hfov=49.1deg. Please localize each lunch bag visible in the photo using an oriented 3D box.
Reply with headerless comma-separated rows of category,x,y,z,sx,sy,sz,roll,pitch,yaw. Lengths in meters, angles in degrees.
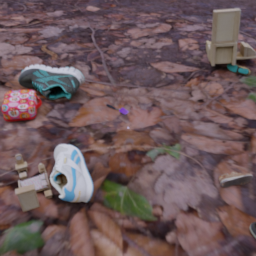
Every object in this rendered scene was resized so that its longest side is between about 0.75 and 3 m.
lunch bag,-3.607,-0.814,9.617,1.239,0.576,1.407,-7,38,-9

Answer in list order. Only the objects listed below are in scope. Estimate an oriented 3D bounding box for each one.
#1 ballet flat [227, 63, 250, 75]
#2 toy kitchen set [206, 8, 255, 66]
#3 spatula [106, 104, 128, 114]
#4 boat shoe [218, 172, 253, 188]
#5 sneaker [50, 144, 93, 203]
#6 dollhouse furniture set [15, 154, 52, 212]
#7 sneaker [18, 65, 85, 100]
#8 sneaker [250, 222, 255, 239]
ballet flat,4.789,-2.522,12.125,0.372,0.372,1.053,-31,45,-34
toy kitchen set,4.658,-4.188,12.403,2.058,2.276,2.523,-1,30,9
spatula,-0.409,-0.673,9.841,0.876,0.090,0.247,20,41,25
boat shoe,2.717,1.255,7.105,0.883,0.334,0.317,-5,36,-10
sneaker,-1.529,1.017,6.908,0.770,0.729,1.906,12,25,-38
dollhouse furniture set,-2.374,1.213,6.896,0.743,0.634,1.433,-14,39,-18
sneaker,-3.014,-1.620,10.410,2.655,1.030,1.211,2,52,16
sneaker,3.149,2.158,5.605,1.276,0.678,0.477,26,44,30
